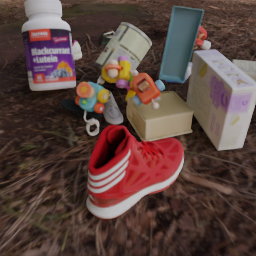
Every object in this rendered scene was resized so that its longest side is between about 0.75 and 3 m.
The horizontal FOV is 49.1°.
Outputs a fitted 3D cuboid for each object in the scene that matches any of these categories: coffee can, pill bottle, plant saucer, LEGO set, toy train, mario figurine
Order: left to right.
[{"bbox_3d":[-2.618,-2.662,9.214,1.531,2.748,1.531,-5,12,1],"label":"pill bottle"},{"bbox_3d":[-0.399,-0.941,7.407,2.480,0.690,1.863,-30,68,15],"label":"toy train"},{"bbox_3d":[-0.194,-2.531,9.786,1.312,1.312,1.793,35,92,39],"label":"coffee can"},{"bbox_3d":[0.076,-1.295,8.874,0.812,0.874,2.129,27,8,20],"label":"LEGO set"},{"bbox_3d":[1.708,-2.729,9.396,0.944,2.701,0.256,8,46,1],"label":"plant saucer"},{"bbox_3d":[2.824,-3.832,13.093,2.385,1.264,1.472,-36,83,-26],"label":"mario figurine"}]

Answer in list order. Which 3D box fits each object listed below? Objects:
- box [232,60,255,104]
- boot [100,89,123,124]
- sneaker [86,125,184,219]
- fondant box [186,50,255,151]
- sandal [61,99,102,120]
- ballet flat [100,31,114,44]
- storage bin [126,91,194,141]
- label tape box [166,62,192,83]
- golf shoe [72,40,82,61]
[{"bbox_3d":[4.735,-1.442,9.237,2.692,1.046,1.278,10,36,14],"label":"box"},{"bbox_3d":[-0.578,-0.682,8.433,0.505,0.656,1.372,-22,39,-17],"label":"boot"},{"bbox_3d":[0.337,0.551,5.820,1.100,1.622,2.808,27,42,31],"label":"sneaker"},{"bbox_3d":[2.447,-0.866,7.748,0.731,1.811,2.510,-6,35,-8],"label":"fondant box"},{"bbox_3d":[-1.432,-0.494,8.445,1.348,0.323,0.507,23,38,11],"label":"sandal"},{"bbox_3d":[-0.604,-4.591,14.206,1.651,0.565,0.561,-2,36,-4],"label":"ballet flat"},{"bbox_3d":[0.866,-0.407,8.077,1.492,0.699,1.482,-12,36,-15],"label":"storage bin"},{"bbox_3d":[1.944,-2.134,10.697,0.754,0.348,1.052,11,43,32],"label":"label tape box"},{"bbox_3d":[-2.987,-3.318,12.125,1.908,0.873,0.718,-12,37,-14],"label":"golf shoe"}]
